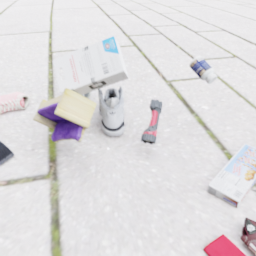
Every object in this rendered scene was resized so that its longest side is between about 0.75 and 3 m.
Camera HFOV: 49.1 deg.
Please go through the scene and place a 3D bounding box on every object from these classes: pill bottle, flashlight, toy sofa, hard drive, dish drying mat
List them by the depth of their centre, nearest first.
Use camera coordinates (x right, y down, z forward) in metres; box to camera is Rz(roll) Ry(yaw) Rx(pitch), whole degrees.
[{"bbox_3d":[2.458,3.093,5.920,0.686,0.163,1.786,-20,40,-25],"label":"dish drying mat"},{"bbox_3d":[-1.992,-0.280,8.166,2.376,0.984,1.160,-4,62,57],"label":"toy sofa"},{"bbox_3d":[-5.378,0.699,8.977,2.922,0.618,1.971,19,39,25],"label":"hard drive"},{"bbox_3d":[0.767,-0.212,9.059,0.492,0.491,1.449,8,74,10],"label":"flashlight"},{"bbox_3d":[2.487,-1.889,9.238,0.508,0.508,0.916,-25,68,-31],"label":"pill bottle"}]

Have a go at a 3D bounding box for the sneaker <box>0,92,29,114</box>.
[{"bbox_3d":[-4.802,-0.972,11.358,0.933,0.672,1.785,13,32,27],"label":"sneaker"}]

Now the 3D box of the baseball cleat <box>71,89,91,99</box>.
[{"bbox_3d":[-2.258,-1.286,11.047,1.018,1.554,2.921,9,37,6],"label":"baseball cleat"}]

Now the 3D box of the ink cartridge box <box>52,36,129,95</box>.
[{"bbox_3d":[-1.212,-1.906,9.060,2.168,0.723,1.256,-17,78,10],"label":"ink cartridge box"}]

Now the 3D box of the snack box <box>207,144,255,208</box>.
[{"bbox_3d":[3.379,1.320,8.352,0.909,0.308,2.530,27,43,33],"label":"snack box"}]

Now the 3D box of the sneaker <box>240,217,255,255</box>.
[{"bbox_3d":[3.305,2.342,6.635,1.605,0.607,0.927,-22,37,-27],"label":"sneaker"}]

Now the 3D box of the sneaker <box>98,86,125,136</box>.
[{"bbox_3d":[-0.622,-1.007,10.639,1.014,1.551,2.698,-4,35,-6],"label":"sneaker"}]
